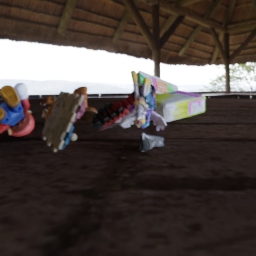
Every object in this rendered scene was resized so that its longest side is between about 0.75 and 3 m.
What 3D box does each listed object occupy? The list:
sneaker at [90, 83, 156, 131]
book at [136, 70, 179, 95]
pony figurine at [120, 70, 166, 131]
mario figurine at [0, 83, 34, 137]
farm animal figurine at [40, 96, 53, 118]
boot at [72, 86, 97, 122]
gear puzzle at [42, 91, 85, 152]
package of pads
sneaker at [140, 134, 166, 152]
[{"bbox_3d":[-0.057,-0.499,10.197,2.643,1.291,0.934,-30,44,-6],"label":"sneaker"},{"bbox_3d":[1.728,-2.222,16.042,2.643,0.635,1.766,17,44,-21],"label":"book"},{"bbox_3d":[0.413,-0.656,8.917,1.516,1.820,1.757,-3,-19,9],"label":"pony figurine"},{"bbox_3d":[-3.617,-0.491,8.203,1.526,1.310,2.472,-11,-11,-14],"label":"mario figurine"},{"bbox_3d":[-2.931,-0.453,10.861,0.723,1.386,1.370,-37,54,-16],"label":"farm animal figurine"},{"bbox_3d":[-1.989,-1.083,12.312,2.102,1.632,0.806,-9,-37,42],"label":"boot"},{"bbox_3d":[-1.855,-0.265,7.730,0.385,1.522,2.938,24,-2,-29],"label":"gear puzzle"},{"bbox_3d":[2.252,-1.128,13.907,2.710,0.924,2.094,-14,23,-28],"label":"package of pads"},{"bbox_3d":[0.625,0.343,7.002,0.657,0.427,1.137,3,7,3],"label":"sneaker"}]
